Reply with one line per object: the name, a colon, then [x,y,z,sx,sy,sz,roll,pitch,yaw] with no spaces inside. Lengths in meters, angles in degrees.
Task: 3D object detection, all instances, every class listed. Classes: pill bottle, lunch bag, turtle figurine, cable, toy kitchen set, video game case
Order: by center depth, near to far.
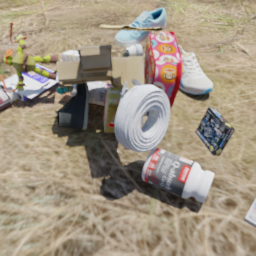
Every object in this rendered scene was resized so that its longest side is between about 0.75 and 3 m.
cable: [0.420,-0.232,7.264,0.615,1.776,1.776,22,7,41]
video game case: [3.795,2.262,7.518,0.886,0.112,1.238,28,50,28]
pill bottle: [1.386,1.325,7.834,1.807,1.047,1.047,20,46,19]
toy kitchen set: [-0.781,-1.056,8.794,2.719,2.453,2.218,-5,-2,-6]
lunch bag: [1.048,-1.824,9.686,1.076,2.313,2.626,5,49,-5]
turtle figurine: [-3.664,-2.506,10.367,2.070,2.567,0.827,5,7,-12]
pill bottle: [-4.933,-1.082,10.779,0.671,0.671,1.175,29,50,28]
pill bottle: [-1.386,-1.395,10.843,1.542,0.874,0.874,13,44,8]

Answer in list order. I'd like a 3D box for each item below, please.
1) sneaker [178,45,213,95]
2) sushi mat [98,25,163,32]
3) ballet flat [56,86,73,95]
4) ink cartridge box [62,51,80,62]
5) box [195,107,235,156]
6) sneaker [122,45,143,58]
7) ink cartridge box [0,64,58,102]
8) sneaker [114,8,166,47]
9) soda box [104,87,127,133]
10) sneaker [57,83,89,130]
sneaker: [2.520,-2.454,11.909,1.128,1.191,2.948,-17,46,-20]
sushi mat: [-0.011,-2.511,7.065,0.999,0.126,2.088,-3,20,-20]
ballet flat: [-2.258,-1.369,10.080,0.885,0.313,0.313,-1,31,48]
ink cartridge box: [-1.905,-2.438,10.387,0.897,0.661,0.649,11,27,14]
box: [2.332,0.084,7.644,0.256,0.883,1.111,9,30,-21]
sneaker: [0.078,-2.559,10.090,0.636,1.797,0.656,-9,85,-6]
ink cartridge box: [-3.961,-1.871,11.809,2.000,0.434,1.981,24,48,27]
sneaker: [0.421,-3.617,9.787,2.175,0.891,0.804,-34,62,-21]
soda box: [-0.435,-0.526,9.123,0.620,1.937,0.656,-1,64,-8]
sneaker: [-1.939,-0.896,9.800,1.014,0.714,1.908,4,71,-21]
